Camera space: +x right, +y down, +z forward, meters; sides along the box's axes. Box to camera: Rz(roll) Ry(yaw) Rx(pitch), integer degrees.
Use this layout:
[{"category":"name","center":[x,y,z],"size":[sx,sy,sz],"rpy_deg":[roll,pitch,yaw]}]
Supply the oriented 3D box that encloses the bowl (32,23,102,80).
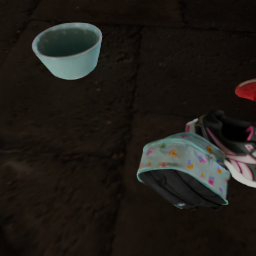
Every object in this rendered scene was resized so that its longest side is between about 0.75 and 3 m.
[{"category":"bowl","center":[-1.678,-2.159,8.208],"size":[1.954,1.022,1.954],"rpy_deg":[-3,47,3]}]

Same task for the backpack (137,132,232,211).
[{"category":"backpack","center":[0.976,0.755,5.123],"size":[1.537,1.351,1.178],"rpy_deg":[29,62,-29]}]

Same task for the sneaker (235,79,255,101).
[{"category":"sneaker","center":[3.684,-0.826,7.468],"size":[1.473,0.577,0.851],"rpy_deg":[-2,49,0]}]

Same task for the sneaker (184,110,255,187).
[{"category":"sneaker","center":[2.393,0.436,5.738],"size":[2.409,1.040,0.968],"rpy_deg":[23,58,-10]}]
